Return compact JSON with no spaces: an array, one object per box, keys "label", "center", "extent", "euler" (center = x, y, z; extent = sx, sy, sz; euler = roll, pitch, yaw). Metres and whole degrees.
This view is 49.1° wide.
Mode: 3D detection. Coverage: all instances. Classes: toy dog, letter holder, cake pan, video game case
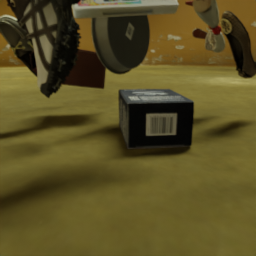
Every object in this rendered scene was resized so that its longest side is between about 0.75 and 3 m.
[{"label":"toy dog","center":[2.865,-4.049,10.609],"extent":[1.180,2.451,1.616],"euler":[7,20,44]},{"label":"letter holder","center":[-1.876,-2.450,10.412],"extent":[2.128,1.512,1.070],"euler":[5,43,-5]},{"label":"cake pan","center":[-0.113,-3.150,9.236],"extent":[0.504,2.749,2.749],"euler":[8,17,36]},{"label":"video game case","center":[-0.265,-3.461,6.291],"extent":[2.228,2.448,0.290],"euler":[-8,-25,-12]}]

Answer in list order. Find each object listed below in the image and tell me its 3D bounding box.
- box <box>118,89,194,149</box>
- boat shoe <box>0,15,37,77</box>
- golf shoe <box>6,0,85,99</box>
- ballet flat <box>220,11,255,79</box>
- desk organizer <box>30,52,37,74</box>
[{"label":"box","center":[0.668,-0.369,8.073],"extent":[1.742,1.228,2.354],"euler":[-2,15,-6]},{"label":"boat shoe","center":[-3.109,-2.389,8.644],"extent":[0.813,2.275,0.680],"euler":[-22,34,30]},{"label":"golf shoe","center":[-1.540,-1.936,5.124],"extent":[1.277,2.703,1.051],"euler":[15,21,4]},{"label":"ballet flat","center":[3.702,-2.674,9.471],"extent":[0.644,2.779,0.936],"euler":[-36,40,9]},{"label":"desk organizer","center":[-2.252,-1.843,7.411],"extent":[0.447,0.416,1.161],"euler":[35,-29,-33]}]
